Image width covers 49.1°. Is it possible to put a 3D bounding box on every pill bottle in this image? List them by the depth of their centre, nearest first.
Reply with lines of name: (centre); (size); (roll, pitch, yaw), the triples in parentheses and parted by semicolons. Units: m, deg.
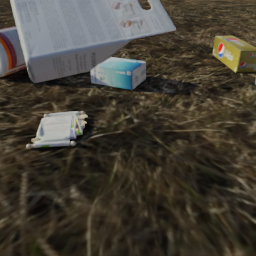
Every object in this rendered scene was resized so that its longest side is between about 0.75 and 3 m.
pill bottle: (-4.210, -3.079, 10.800); (1.569, 1.569, 2.864); (15, 33, 24)

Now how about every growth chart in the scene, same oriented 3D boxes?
growth chart: (-1.655, -0.011, 6.904); (1.238, 0.152, 1.711); (0, 30, -2)

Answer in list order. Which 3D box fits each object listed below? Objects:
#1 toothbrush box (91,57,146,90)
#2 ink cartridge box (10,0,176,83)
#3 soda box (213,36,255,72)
toothbrush box: (-0.326, -1.928, 9.690); (1.607, 0.685, 1.176); (13, 32, 22)
ink cartridge box: (-0.583, -1.638, 4.144); (2.054, 0.586, 1.669); (-13, 63, -17)
soda box: (4.380, -3.112, 11.567); (0.821, 0.869, 2.565); (-3, 30, -5)
